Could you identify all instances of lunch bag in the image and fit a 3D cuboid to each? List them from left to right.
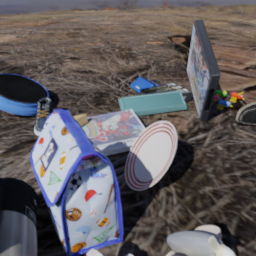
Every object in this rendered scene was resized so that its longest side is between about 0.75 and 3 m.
[{"bbox_3d":[-1.174,1.103,6.184,1.595,2.575,2.189,-13,32,-24],"label":"lunch bag"}]

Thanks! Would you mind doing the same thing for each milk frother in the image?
[{"bbox_3d":[-3.044,2.194,5.119,2.467,2.227,2.321,-31,32,-1],"label":"milk frother"}]

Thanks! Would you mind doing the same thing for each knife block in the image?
[{"bbox_3d":[-1.949,-0.114,10.055,1.059,0.339,0.930,-12,24,-10],"label":"knife block"}]

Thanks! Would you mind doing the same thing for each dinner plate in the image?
[{"bbox_3d":[0.646,0.779,7.828,0.256,2.113,2.113,31,18,-25],"label":"dinner plate"}]

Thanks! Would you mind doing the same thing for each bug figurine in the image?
[{"bbox_3d":[4.463,-1.387,12.952,1.352,0.449,1.743,25,38,38],"label":"bug figurine"}]

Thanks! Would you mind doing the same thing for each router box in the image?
[{"bbox_3d":[1.761,-1.545,13.167,1.986,0.507,1.482,-15,32,-26],"label":"router box"}]

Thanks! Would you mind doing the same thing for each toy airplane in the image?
[{"bbox_3d":[0.342,2.582,4.024,2.885,2.045,2.898,-3,31,1],"label":"toy airplane"}]

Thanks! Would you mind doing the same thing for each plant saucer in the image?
[{"bbox_3d":[1.084,-1.069,12.031,2.875,0.273,1.005,-8,58,-11],"label":"plant saucer"}]

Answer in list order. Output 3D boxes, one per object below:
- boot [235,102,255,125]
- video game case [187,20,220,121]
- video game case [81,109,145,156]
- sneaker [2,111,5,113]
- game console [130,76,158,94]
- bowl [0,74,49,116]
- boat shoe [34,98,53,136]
[{"bbox_3d":[5.518,-0.239,10.467,2.416,0.884,1.819,-2,27,-16],"label":"boot"},{"bbox_3d":[2.866,-2.212,11.037,0.377,2.672,2.956,-5,57,1],"label":"video game case"},{"bbox_3d":[-0.627,0.129,10.140,2.385,0.301,2.617,-11,29,-11],"label":"video game case"},{"bbox_3d":[-5.431,-1.259,12.353,2.417,0.974,0.902,23,20,23],"label":"sneaker"},{"bbox_3d":[1.016,-2.068,14.523,1.225,0.849,1.436,-40,38,-5],"label":"game console"},{"bbox_3d":[-4.717,-1.504,12.041,2.686,0.527,2.686,20,29,-12],"label":"bowl"},{"bbox_3d":[-3.272,-0.459,10.803,0.684,0.878,1.934,-4,29,-8],"label":"boat shoe"}]
